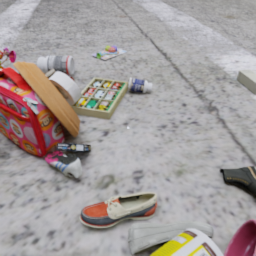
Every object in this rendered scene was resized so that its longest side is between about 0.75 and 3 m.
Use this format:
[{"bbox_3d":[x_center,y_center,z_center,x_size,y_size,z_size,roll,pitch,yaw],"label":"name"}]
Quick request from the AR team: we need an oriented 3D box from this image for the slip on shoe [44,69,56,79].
[{"bbox_3d":[-3.931,-2.269,13.057,1.307,0.396,0.497,-36,21,-19],"label":"slip on shoe"}]

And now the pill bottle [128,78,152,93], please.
[{"bbox_3d":[0.525,-1.831,12.246,1.001,0.556,0.556,10,36,-1],"label":"pill bottle"}]

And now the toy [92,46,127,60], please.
[{"bbox_3d":[-1.063,-4.406,15.972,1.087,0.446,1.888,26,44,31],"label":"toy"}]

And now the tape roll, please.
[{"bbox_3d":[-2.388,-1.475,10.566,1.314,1.314,0.459,26,64,31],"label":"tape roll"}]

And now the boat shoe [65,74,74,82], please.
[{"bbox_3d":[-2.927,-1.459,11.425,0.761,0.866,2.433,1,35,34],"label":"boat shoe"}]

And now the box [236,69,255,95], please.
[{"bbox_3d":[5.636,-2.103,12.709,0.633,0.527,1.540,-6,37,-11],"label":"box"}]

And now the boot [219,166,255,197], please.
[{"bbox_3d":[3.150,1.576,7.730,0.950,0.532,1.373,-2,23,5],"label":"boot"}]

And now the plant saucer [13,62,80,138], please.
[{"bbox_3d":[-2.500,-0.976,9.111,0.558,2.984,2.984,-41,47,-9],"label":"plant saucer"}]

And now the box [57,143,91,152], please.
[{"bbox_3d":[-1.656,0.609,8.726,0.813,0.235,1.023,3,-4,5],"label":"box"}]

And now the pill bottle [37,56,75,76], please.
[{"bbox_3d":[-3.502,-3.043,13.665,1.622,0.940,0.940,3,36,5],"label":"pill bottle"}]

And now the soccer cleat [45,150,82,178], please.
[{"bbox_3d":[-1.938,1.115,8.306,0.575,0.711,1.646,-31,22,-35],"label":"soccer cleat"}]

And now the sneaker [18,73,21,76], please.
[{"bbox_3d":[-4.377,-1.896,11.571,0.942,1.338,2.519,-27,42,-10],"label":"sneaker"}]

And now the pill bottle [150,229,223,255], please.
[{"bbox_3d":[0.689,2.922,5.115,2.208,1.206,1.206,-25,43,-24],"label":"pill bottle"}]

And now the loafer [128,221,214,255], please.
[{"bbox_3d":[0.971,2.503,6.300,1.950,0.682,0.681,-4,54,0],"label":"loafer"}]

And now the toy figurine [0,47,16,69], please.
[{"bbox_3d":[-5.404,-3.049,12.108,0.907,1.209,1.112,24,59,31],"label":"toy figurine"}]

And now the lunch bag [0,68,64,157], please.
[{"bbox_3d":[-3.441,-0.648,8.916,2.930,2.581,1.200,24,45,30],"label":"lunch bag"}]

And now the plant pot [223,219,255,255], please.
[{"bbox_3d":[2.688,2.779,5.269,1.418,1.584,1.584,29,42,10],"label":"plant pot"}]

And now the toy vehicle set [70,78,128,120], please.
[{"bbox_3d":[-1.129,-1.303,11.759,1.644,0.351,2.646,9,37,13],"label":"toy vehicle set"}]

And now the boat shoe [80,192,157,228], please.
[{"bbox_3d":[-0.213,1.958,6.894,1.943,0.608,0.692,-3,34,-13],"label":"boat shoe"}]
